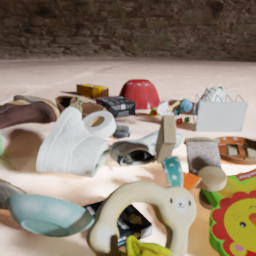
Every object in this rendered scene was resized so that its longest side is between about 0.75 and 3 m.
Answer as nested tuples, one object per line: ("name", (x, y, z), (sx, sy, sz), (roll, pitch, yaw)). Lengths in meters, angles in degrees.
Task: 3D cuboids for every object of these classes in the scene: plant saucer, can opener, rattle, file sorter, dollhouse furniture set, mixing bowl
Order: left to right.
("plant saucer", (-1.303, 1.522, 4.572), (1.471, 1.471, 0.283), (2, 52, 7))
("can opener", (-0.646, 0.040, 10.538), (1.805, 0.481, 0.604), (13, 25, 39))
("mixing bowl", (0.554, -1.877, 15.045), (2.468, 1.337, 2.468), (-1, 19, 0))
("rattle", (0.673, 1.153, 4.125), (2.466, 1.762, 1.606), (-32, 67, -29))
("dollhouse furniture set", (2.025, 0.638, 6.681), (2.571, 1.138, 1.332), (4, 56, -1))
("file sorter", (3.533, -0.636, 11.050), (1.797, 1.247, 1.119), (1, 29, 1))
("plant saucer", (3.484, 0.718, 8.746), (1.946, 0.314, 1.946), (-1, 18, 0))

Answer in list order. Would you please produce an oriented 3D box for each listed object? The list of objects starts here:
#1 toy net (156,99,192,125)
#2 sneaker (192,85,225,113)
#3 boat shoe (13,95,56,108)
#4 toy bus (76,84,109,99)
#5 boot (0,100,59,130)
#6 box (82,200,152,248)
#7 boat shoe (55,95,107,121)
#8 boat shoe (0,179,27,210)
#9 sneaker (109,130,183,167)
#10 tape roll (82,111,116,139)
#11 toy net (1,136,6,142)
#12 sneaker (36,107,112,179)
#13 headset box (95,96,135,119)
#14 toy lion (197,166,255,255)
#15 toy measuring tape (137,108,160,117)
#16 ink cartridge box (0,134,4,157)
("toy net", (1.785, -0.643, 11.202), (1.979, 1.038, 0.382), (-3, 23, -35))
("sneaker", (3.963, -1.375, 13.779), (1.091, 1.152, 2.851), (13, 23, 29))
("boat shoe", (-4.560, -1.133, 13.678), (2.319, 0.878, 0.833), (16, 19, 18))
("toy bus", (-2.248, -2.272, 17.163), (2.236, 0.728, 0.875), (16, 24, 40))
("boot", (-4.481, -0.310, 11.372), (2.831, 1.024, 2.355), (12, 34, 30))
("box", (-0.239, 1.803, 5.468), (0.949, 0.275, 1.194), (-10, 21, -27))
("boat shoe", (-2.118, -0.843, 11.918), (2.665, 0.957, 1.009), (9, 56, 30))
("boat shoe", (-2.838, 1.378, 6.238), (1.630, 0.617, 0.585), (8, 12, 22))
("sneaker", (0.664, 0.687, 8.259), (2.392, 0.874, 0.847), (-14, 34, -18))
("tape roll", (-1.106, -0.072, 10.204), (1.267, 0.443, 1.267), (-12, 37, 9))
("toy net", (-4.932, 0.325, 10.057), (1.206, 0.233, 0.633), (8, 20, 23))
("sneaker", (-1.306, 0.418, 8.021), (1.728, 1.101, 2.990), (12, 29, -3))
("headset box", (-0.670, -1.036, 13.451), (1.348, 0.700, 1.812), (-11, 20, -29))
("toy lion", (2.457, 1.506, 5.029), (2.345, 0.805, 2.247), (-16, 35, -9))
("toy measuring tape", (1.010, -0.726, 13.012), (1.136, 0.418, 0.418), (-2, 18, -5))
("ink cartridge box", (-5.006, 0.329, 8.332), (2.390, 1.241, 0.709), (-6, 14, -15))
